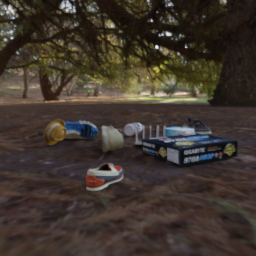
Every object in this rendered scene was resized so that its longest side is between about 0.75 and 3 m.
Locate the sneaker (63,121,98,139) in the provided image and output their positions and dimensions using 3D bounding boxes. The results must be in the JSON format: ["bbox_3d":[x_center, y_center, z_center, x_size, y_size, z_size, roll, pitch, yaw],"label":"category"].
[{"bbox_3d":[-2.688,0.170,14.022,2.361,0.885,1.023,8,-20,-16],"label":"sneaker"}]

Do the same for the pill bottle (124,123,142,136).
[{"bbox_3d":[0.306,0.064,15.066,0.624,0.624,1.076,5,10,31],"label":"pill bottle"}]

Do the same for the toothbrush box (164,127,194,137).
[{"bbox_3d":[2.529,0.296,13.950,1.245,0.531,0.911,8,11,40],"label":"toothbrush box"}]

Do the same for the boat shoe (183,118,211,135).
[{"bbox_3d":[3.796,-0.096,15.726,0.914,0.824,2.542,-2,8,-11],"label":"boat shoe"}]

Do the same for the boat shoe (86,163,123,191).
[{"bbox_3d":[-0.584,1.192,7.393,0.573,0.504,1.610,2,6,26],"label":"boat shoe"}]

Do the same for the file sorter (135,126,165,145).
[{"bbox_3d":[0.973,0.324,12.114,1.318,0.821,0.915,1,-3,4],"label":"file sorter"}]

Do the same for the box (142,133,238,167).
[{"bbox_3d":[2.231,0.722,10.258,2.762,0.635,2.195,-5,8,-29],"label":"box"}]

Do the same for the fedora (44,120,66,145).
[{"bbox_3d":[-3.110,0.246,12.294,0.501,1.228,1.228,20,17,29],"label":"fedora"}]

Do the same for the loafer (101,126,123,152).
[{"bbox_3d":[-0.645,0.459,11.183,0.859,0.952,2.516,-2,10,-5],"label":"loafer"}]
